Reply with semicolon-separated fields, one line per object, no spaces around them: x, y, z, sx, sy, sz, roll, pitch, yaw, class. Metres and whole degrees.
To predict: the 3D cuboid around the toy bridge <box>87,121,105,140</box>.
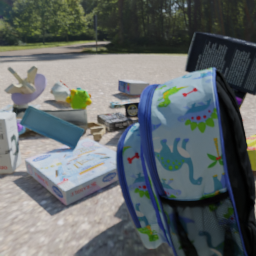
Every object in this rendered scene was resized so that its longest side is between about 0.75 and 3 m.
-1.108;0.078;10.124;0.540;0.219;1.607;-8;19;-15;toy bridge

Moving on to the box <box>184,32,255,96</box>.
2.816;-1.733;7.343;2.068;1.079;1.530;30;30;36;box

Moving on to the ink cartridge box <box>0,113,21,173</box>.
-3.502;0.387;7.318;1.084;1.486;0.625;1;17;3;ink cartridge box

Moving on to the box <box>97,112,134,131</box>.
-0.526;-0.270;11.011;1.034;0.326;1.311;-9;21;-26;box

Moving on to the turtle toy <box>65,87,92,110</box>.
-2.218;-1.253;12.664;1.067;1.465;0.740;34;45;-12;turtle toy

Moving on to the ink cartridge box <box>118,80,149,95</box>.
0.239;-2.423;16.500;1.303;0.729;1.909;-3;18;-26;ink cartridge box

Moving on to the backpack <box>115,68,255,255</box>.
0.974;0.556;4.725;2.046;2.784;2.548;-9;16;19;backpack

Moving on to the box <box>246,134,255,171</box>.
3.692;0.580;7.912;2.274;0.570;0.856;-17;10;-39;box

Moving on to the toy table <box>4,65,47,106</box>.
-3.769;-1.608;10.279;1.395;1.517;0.889;29;-18;12;toy table

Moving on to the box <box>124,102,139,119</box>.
1.061;-0.671;10.545;1.915;0.583;2.375;-5;-1;12;box

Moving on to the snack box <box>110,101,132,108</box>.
-0.326;-1.166;13.838;1.042;0.193;0.606;-7;20;-20;snack box

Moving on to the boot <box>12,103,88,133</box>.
-2.951;-0.493;10.698;2.705;0.982;2.460;-10;33;-11;boot

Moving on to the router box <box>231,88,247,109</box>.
2.722;-0.294;8.174;0.734;2.143;2.873;26;28;18;router box

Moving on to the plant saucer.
-2.097;-0.011;7.730;1.749;0.611;0.166;23;-11;8;plant saucer

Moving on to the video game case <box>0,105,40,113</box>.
-5.001;-0.761;12.656;1.549;0.187;1.699;0;19;1;video game case

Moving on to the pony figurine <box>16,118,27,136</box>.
-4.474;-0.052;8.532;2.348;1.955;2.266;-2;3;27;pony figurine

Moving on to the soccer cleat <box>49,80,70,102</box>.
-3.306;-1.649;14.517;2.464;0.956;0.854;40;-2;45;soccer cleat

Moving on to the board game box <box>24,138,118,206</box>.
-1.252;0.972;7.101;1.972;0.406;1.967;-19;28;-38;board game box
